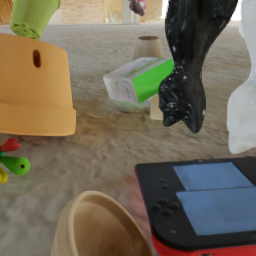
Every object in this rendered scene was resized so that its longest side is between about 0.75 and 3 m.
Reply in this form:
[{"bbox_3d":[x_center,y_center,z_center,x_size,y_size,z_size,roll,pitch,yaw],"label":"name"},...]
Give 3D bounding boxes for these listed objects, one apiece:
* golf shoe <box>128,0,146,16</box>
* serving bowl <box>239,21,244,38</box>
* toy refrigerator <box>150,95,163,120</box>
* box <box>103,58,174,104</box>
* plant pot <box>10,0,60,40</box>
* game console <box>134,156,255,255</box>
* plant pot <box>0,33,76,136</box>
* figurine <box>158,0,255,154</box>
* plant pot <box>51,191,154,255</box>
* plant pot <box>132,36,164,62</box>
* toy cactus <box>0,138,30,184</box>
[{"bbox_3d":[0.245,-2.956,6.354,0.411,0.521,1.132,30,2,15],"label":"golf shoe"},{"bbox_3d":[3.440,-3.033,6.990,1.665,0.548,1.665,-40,6,5],"label":"serving bowl"},{"bbox_3d":[1.335,-0.768,8.556,0.704,0.649,1.854,9,23,24],"label":"toy refrigerator"},{"bbox_3d":[0.389,-1.689,9.516,1.860,0.899,1.641,-33,29,-28],"label":"box"},{"bbox_3d":[-2.899,-3.417,8.363,1.409,1.338,1.409,12,-15,3],"label":"plant pot"},{"bbox_3d":[1.566,1.124,4.660,2.707,0.420,2.394,-2,25,-6],"label":"game console"},{"bbox_3d":[-2.499,-0.982,6.448,2.744,1.921,2.744,8,5,-1],"label":"plant pot"},{"bbox_3d":[1.163,-0.894,3.178,1.012,2.294,2.351,5,11,-23],"label":"figurine"},{"bbox_3d":[-0.327,1.519,3.071,0.700,1.516,1.516,-39,20,15],"label":"plant pot"},{"bbox_3d":[0.958,-3.512,13.349,1.745,1.514,1.745,-2,31,1],"label":"plant pot"},{"bbox_3d":[-3.180,0.400,5.068,2.570,1.314,2.121,-8,36,-13],"label":"toy cactus"}]
